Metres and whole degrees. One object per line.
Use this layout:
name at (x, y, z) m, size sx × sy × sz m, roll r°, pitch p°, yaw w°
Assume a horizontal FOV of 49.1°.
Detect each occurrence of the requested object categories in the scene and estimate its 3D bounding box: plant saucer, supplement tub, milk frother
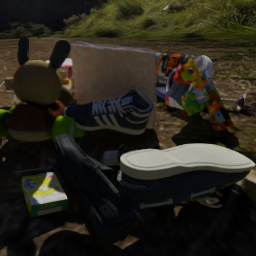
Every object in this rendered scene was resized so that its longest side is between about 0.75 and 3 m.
plant saucer at (-2.463, -1.143, 8.880) m, size 1.474 × 0.217 × 1.474 m, roll 10°, pitch -16°, yaw 3°
supplement tub at (2.295, -2.740, 13.528) m, size 2.615 × 1.602 × 1.602 m, roll 10°, pitch 24°, yaw 24°
milk frother at (-0.233, 0.627, 5.985) m, size 0.724 × 0.770 × 0.695 m, roll -7°, pitch 30°, yaw 24°

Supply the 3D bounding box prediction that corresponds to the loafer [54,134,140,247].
loafer at (-0.635, 0.913, 4.815) m, size 0.799 × 0.773 × 2.275 m, roll -20°, pitch 49°, yaw -24°

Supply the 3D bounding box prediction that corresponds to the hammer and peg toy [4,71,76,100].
hammer and peg toy at (-3.498, -1.628, 11.653) m, size 2.785 × 0.982 × 2.049 m, roll -14°, pitch 27°, yaw -30°

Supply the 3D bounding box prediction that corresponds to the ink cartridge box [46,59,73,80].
ink cartridge box at (-3.617, -2.982, 14.884) m, size 1.796 × 1.031 × 2.474 m, roll 3°, pitch 22°, yaw 8°

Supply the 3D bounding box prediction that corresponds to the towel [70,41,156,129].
towel at (-0.433, -1.261, 8.510) m, size 2.645 × 2.527 × 0.426 m, roll 12°, pitch 37°, yaw 18°

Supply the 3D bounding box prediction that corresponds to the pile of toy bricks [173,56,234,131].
pile of toy bricks at (2.125, -0.755, 8.361) m, size 1.196 × 2.422 × 1.344 m, roll -26°, pitch 41°, yaw 19°

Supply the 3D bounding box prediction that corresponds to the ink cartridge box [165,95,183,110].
ink cartridge box at (2.034, -1.192, 10.830) m, size 0.719 × 0.715 × 0.989 m, roll -13°, pitch 22°, yaw -31°

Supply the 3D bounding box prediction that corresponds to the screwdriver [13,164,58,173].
screwdriver at (-1.843, 0.886, 6.409) m, size 1.467 × 0.205 × 0.213 m, roll -3°, pitch 50°, yaw -13°

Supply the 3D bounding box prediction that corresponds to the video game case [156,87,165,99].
video game case at (1.849, -1.551, 12.362) m, size 1.066 × 0.267 × 1.176 m, roll -7°, pitch 23°, yaw -19°

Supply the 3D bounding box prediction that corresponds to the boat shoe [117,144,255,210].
boat shoe at (1.154, 0.921, 5.172) m, size 2.966 × 0.917 × 1.110 m, roll -3°, pitch 20°, yaw -34°

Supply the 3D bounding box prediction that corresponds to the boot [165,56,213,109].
boot at (2.146, -1.898, 9.931) m, size 1.273 × 1.025 × 2.817 m, roll 33°, pitch 49°, yaw -17°

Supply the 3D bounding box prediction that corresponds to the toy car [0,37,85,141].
toy car at (-2.327, -1.046, 7.525) m, size 2.168 × 2.639 × 2.082 m, roll 6°, pitch 10°, yaw 6°

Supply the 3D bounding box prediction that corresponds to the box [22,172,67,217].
box at (-1.658, 1.227, 5.431) m, size 0.674 × 0.278 × 1.148 m, roll -5°, pitch 24°, yaw -27°

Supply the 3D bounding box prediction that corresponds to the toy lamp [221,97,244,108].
toy lamp at (3.541, -1.041, 10.800) m, size 1.682 × 0.490 × 0.490 m, roll 8°, pitch 23°, yaw 15°

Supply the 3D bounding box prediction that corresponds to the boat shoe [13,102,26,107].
boat shoe at (-3.163, -0.749, 8.996) m, size 1.539 × 0.570 × 0.511 m, roll -24°, pitch 55°, yaw 7°

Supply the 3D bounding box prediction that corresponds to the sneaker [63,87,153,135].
sneaker at (-0.486, -0.514, 7.467) m, size 2.344 × 1.271 × 0.821 m, roll 8°, pitch 55°, yaw -14°
